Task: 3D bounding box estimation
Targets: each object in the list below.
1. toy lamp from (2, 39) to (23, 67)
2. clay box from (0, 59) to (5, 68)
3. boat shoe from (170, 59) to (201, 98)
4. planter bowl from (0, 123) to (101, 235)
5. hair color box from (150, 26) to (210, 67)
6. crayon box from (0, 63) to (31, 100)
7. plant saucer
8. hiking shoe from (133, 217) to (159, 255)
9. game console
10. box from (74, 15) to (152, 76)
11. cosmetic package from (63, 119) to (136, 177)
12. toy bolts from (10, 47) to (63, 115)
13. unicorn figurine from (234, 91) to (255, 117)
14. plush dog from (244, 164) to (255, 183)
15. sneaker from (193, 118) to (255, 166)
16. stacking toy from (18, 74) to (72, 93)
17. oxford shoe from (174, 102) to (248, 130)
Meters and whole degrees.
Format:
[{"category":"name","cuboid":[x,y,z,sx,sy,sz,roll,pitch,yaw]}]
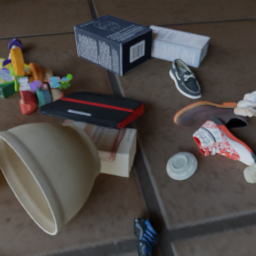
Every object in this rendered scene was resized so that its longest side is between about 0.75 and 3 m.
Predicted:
[{"category":"toy lamp","cuboid":[-5.017,-3.248,12.255,0.636,0.636,2.185,-5,45,-6]},{"category":"clay box","cuboid":[-5.392,-2.666,11.704,0.762,0.438,0.181,-2,42,-3]},{"category":"boat shoe","cuboid":[2.173,-1.913,10.693,0.789,0.629,2.086,-11,44,-19]},{"category":"planter bowl","cuboid":[-1.628,0.866,6.210,1.607,2.388,2.388,-31,50,-34]},{"category":"hair color box","cuboid":[2.023,-3.685,12.534,2.816,0.854,1.394,20,45,20]},{"category":"crayon box","cuboid":[-4.417,-1.975,10.867,1.253,0.514,1.992,25,47,25]},{"category":"plant saucer","cuboid":[1.404,0.976,7.512,0.851,0.214,0.851,-19,46,21]},{"category":"hiking shoe","cuboid":[0.435,2.424,5.978,0.519,0.446,1.198,-7,42,-6]},{"category":"game console","cuboid":[-1.026,-0.575,8.739,2.676,0.415,2.367,11,24,19]},{"category":"box","cuboid":[-0.627,-3.619,12.008,2.689,1.439,1.996,31,50,30]},{"category":"cosmetic package","cuboid":[-0.881,0.532,7.750,2.085,0.909,1.077,8,41,8]},{"category":"toy bolts","cuboid":[-3.081,-1.648,9.614,1.429,1.967,2.060,-13,68,-27]},{"category":"unicorn figurine","cuboid":[3.972,-0.826,8.751,1.849,0.683,1.270,-16,6,-32]},{"category":"plush dog","cuboid":[3.752,1.311,6.992,1.272,1.021,1.093,-9,66,-10]},{"category":"sneaker","cuboid":[2.685,0.621,7.963,0.980,0.610,1.828,-36,65,-8]},{"category":"stacking toy","cuboid":[-2.729,-1.466,9.234,1.725,0.405,1.300,-13,3,-16]},{"category":"oxford shoe","cuboid":[2.621,-0.278,8.747,2.338,0.832,0.848,-7,44,-8]}]
